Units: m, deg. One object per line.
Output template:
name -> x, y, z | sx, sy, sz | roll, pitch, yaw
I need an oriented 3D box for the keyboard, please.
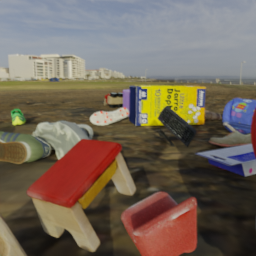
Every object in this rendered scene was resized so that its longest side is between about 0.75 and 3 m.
keyboard -> 1.157, 0.056, 7.279 | 0.134, 0.824, 1.297 | 5, 30, -38

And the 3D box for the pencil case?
pencil case -> 3.901, -0.186, 8.158 | 1.238, 1.112, 2.849 | -30, 18, -10

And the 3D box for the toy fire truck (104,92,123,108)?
toy fire truck -> -0.789, -1.819, 18.077 | 1.661, 1.214, 1.887 | -6, 22, -28

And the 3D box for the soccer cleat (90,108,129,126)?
soccer cleat -> -0.750, -0.401, 11.196 | 1.692, 0.586, 0.656 | -15, -11, -26

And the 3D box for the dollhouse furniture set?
dollhouse furniture set -> -0.447, 0.730, 1.137 | 1.256, 0.949, 2.334 | 6, 36, 31

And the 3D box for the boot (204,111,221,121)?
boot -> 3.627, -0.543, 12.465 | 0.890, 0.428, 1.217 | 8, 12, 7

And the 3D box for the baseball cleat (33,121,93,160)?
baseball cleat -> -1.261, 0.196, 6.587 | 1.418, 0.929, 2.665 | -7, 13, -36

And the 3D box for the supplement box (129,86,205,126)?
supplement box -> 1.508, -0.936, 11.298 | 2.762, 1.503, 1.513 | -2, 10, -10

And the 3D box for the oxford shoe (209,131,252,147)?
oxford shoe -> 2.724, 0.278, 7.422 | 1.174, 0.433, 0.416 | 1, 5, -3

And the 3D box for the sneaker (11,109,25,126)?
sneaker -> -4.404, -0.466, 11.250 | 0.533, 0.601, 1.439 | -5, 11, -23

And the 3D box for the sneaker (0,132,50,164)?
sneaker -> -2.559, 0.427, 6.371 | 1.862, 0.624, 0.836 | 9, 7, 34

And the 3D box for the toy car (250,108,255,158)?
toy car -> 2.052, 0.609, 2.123 | 2.436, 2.539, 2.754 | 7, 41, 34

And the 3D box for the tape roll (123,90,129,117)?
tape roll -> 1.201, -1.269, 13.975 | 2.941, 1.249, 2.941 | -1, 10, 0

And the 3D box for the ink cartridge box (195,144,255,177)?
ink cartridge box -> 2.386, 0.640, 5.756 | 1.922, 0.356, 0.910 | -3, 11, -30
